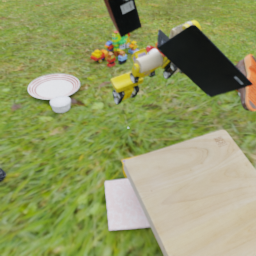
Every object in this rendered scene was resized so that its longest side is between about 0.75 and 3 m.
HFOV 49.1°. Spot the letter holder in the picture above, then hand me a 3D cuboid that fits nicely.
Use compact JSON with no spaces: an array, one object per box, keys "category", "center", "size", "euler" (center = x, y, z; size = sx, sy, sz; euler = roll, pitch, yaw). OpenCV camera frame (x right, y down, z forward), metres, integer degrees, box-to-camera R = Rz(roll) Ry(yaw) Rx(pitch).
[{"category":"letter holder","center":[-0.336,-4.564,10.349],"size":[0.919,1.827,1.299],"euler":[-28,61,1]}]

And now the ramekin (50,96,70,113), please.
[{"category":"ramekin","center":[-2.545,-0.874,10.600],"size":[0.770,0.359,0.770],"euler":[0,39,0]}]

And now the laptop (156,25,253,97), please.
[{"category":"laptop","center":[1.481,-1.519,5.806],"size":[1.632,0.951,1.841],"euler":[38,32,-18]}]

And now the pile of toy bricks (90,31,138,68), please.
[{"category":"pile of toy bricks","center":[-0.516,-4.182,13.944],"size":[1.535,1.366,2.767],"euler":[29,47,31]}]

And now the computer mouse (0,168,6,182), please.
[{"category":"computer mouse","center":[-4.191,1.559,6.928],"size":[1.589,0.605,2.295],"euler":[32,42,-17]}]

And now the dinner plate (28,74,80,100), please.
[{"category":"dinner plate","center":[-3.079,-1.677,11.701],"size":[2.120,0.257,2.120],"euler":[0,39,0]}]

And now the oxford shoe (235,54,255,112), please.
[{"category":"oxford shoe","center":[3.577,-1.270,8.592],"size":[0.834,0.816,2.288],"euler":[-28,30,43]}]

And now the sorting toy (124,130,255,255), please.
[{"category":"sorting toy","center":[1.691,1.744,6.407],"size":[2.856,0.994,2.838],"euler":[-15,56,-19]}]

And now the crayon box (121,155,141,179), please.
[{"category":"crayon box","center":[0.356,1.352,7.792],"size":[0.801,0.329,1.274],"euler":[-12,43,-14]}]

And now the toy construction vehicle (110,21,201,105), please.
[{"category":"toy construction vehicle","center":[0.602,-1.752,7.646],"size":[2.281,2.620,0.923],"euler":[-25,84,-12]}]

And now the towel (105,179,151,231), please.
[{"category":"towel","center":[0.052,1.874,6.951],"size":[1.197,0.202,1.254],"euler":[-5,61,-4]}]

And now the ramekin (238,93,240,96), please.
[{"category":"ramekin","center":[5.475,-1.711,11.133],"size":[1.921,1.008,1.921],"euler":[0,38,0]}]

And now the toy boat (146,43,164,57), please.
[{"category":"toy boat","center":[1.502,-3.915,14.041],"size":[1.271,0.831,0.829],"euler":[16,41,19]}]

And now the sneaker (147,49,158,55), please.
[{"category":"sneaker","center":[1.061,-3.468,13.457],"size":[0.465,0.547,1.236],"euler":[24,62,22]}]
